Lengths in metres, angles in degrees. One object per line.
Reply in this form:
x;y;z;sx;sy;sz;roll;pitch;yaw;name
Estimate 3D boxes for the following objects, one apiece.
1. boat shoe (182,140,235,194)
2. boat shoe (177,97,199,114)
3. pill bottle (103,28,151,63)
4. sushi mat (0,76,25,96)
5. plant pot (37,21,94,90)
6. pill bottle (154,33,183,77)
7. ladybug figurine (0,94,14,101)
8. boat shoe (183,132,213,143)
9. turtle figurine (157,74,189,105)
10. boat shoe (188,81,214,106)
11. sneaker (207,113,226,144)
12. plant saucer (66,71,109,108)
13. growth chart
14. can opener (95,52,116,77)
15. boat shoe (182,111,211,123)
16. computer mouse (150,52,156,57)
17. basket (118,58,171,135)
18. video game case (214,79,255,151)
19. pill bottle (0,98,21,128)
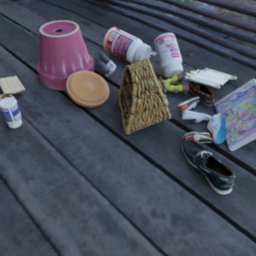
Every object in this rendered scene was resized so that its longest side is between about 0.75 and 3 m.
2.808;1.150;9.919;0.897;0.844;2.497;-20;44;-16;boat shoe
2.768;-1.016;12.551;1.453;0.517;0.455;-25;90;-41;boat shoe
-0.043;-4.454;15.505;2.453;1.344;1.344;31;50;17;pill bottle
-5.752;-2.096;13.747;0.945;0.119;1.974;-17;37;-26;sushi mat
-3.216;-3.730;13.956;2.877;2.575;2.877;0;42;0;plant pot
2.099;-3.709;14.398;1.122;1.122;1.979;-12;81;-13;pill bottle
-5.588;-1.277;12.917;0.885;0.318;0.601;25;43;29;ladybug figurine
2.744;0.430;11.028;1.158;0.412;0.362;-1;41;-10;boat shoe
1.607;-2.050;13.367;2.203;0.880;2.732;-12;44;-13;turtle figurine
3.476;-1.781;13.260;0.643;0.643;1.828;-20;44;-15;boat shoe
3.544;0.092;11.278;0.608;0.576;1.505;-23;32;37;sneaker
-1.849;-1.868;12.996;2.034;0.328;2.034;10;57;-15;plant saucer
4.062;-2.526;13.897;1.949;0.239;2.693;26;33;27;growth chart
-1.315;-3.422;14.517;0.694;0.869;2.600;-46;36;10;can opener
2.908;-0.411;11.948;1.293;0.476;0.423;10;81;-3;boat shoe
1.187;-4.281;16.341;0.851;0.187;0.467;9;38;18;computer mouse
0.313;-1.434;11.502;2.042;1.956;2.741;-20;43;10;basket
4.625;-0.580;11.259;0.251;1.996;2.787;36;34;-27;video game case
-4.825;-0.599;11.565;0.676;1.168;0.676;0;41;0;pill bottle
